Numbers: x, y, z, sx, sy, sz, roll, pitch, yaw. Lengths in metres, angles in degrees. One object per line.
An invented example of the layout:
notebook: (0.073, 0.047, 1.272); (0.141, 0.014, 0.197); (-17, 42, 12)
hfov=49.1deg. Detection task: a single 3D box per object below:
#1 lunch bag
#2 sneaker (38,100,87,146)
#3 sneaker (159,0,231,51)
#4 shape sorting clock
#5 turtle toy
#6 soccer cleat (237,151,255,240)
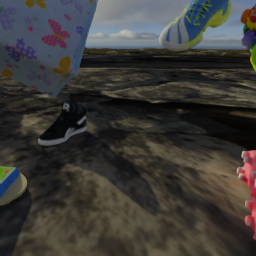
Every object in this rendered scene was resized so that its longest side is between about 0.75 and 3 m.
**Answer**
lunch bag: (-1.693, -1.983, 5.040); (1.916, 2.260, 1.437); (23, -26, -27)
sneaker: (-1.771, -0.222, 7.490); (0.635, 0.972, 1.737); (8, 20, 25)
sneaker: (1.919, -3.335, 7.813); (1.085, 1.505, 2.866); (34, 58, 27)
shape sorting clock: (-2.568, 1.000, 4.768); (1.589, 0.312, 1.589); (3, 14, -1)
turtle toy: (3.513, -2.303, 6.728); (1.273, 2.518, 1.835); (19, -27, -24)
soccer cleat: (2.248, 0.972, 4.222); (0.909, 0.793, 2.377); (10, 18, 12)
